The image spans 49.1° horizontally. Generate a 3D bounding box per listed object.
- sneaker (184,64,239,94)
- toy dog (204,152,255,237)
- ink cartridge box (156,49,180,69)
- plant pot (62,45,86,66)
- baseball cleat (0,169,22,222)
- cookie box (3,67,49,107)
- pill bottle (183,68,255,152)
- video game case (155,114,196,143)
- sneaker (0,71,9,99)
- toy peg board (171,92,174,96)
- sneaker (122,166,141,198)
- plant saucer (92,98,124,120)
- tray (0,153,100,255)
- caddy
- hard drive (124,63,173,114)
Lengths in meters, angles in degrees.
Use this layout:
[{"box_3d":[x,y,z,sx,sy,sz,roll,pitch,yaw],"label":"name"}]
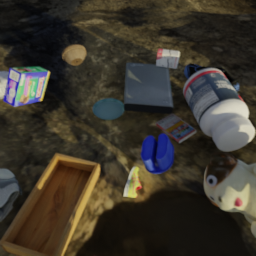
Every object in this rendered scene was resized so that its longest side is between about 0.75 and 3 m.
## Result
[{"box_3d":[3.493,-2.179,11.740,0.981,1.089,2.796,-28,51,-24],"label":"sneaker"},{"box_3d":[3.536,1.484,7.449,2.958,2.064,2.868,2,38,5],"label":"toy dog"},{"box_3d":[1.604,-2.801,11.353,0.865,0.634,0.358,9,46,7],"label":"ink cartridge box"},{"box_3d":[-1.890,-2.523,10.020,0.886,0.886,0.409,-17,71,-16],"label":"plant pot"},{"box_3d":[-4.382,2.151,7.423,2.992,1.043,1.592,-29,52,-25],"label":"baseball cleat"},{"box_3d":[-3.213,-1.345,8.922,0.492,1.120,1.310,28,23,14],"label":"cookie box"},{"box_3d":[3.140,-0.633,9.753,1.664,1.664,2.783,-8,48,-8],"label":"pill bottle"},{"box_3d":[1.736,-0.007,10.229,0.885,0.108,1.237,-29,49,-26],"label":"video game case"},{"box_3d":[-5.347,-1.347,10.871,1.709,1.117,2.973,-3,41,1],"label":"sneaker"},{"box_3d":[1.254,-1.600,11.607,0.947,0.465,0.951,-26,50,-24],"label":"toy peg board"},{"box_3d":[0.186,1.651,8.428,0.483,0.418,1.070,17,52,4],"label":"sneaker"},{"box_3d":[-0.758,-0.702,10.914,1.246,0.171,1.246,0,44,0],"label":"plant saucer"},{"box_3d":[-2.000,2.123,7.814,1.472,0.553,2.985,12,45,12],"label":"tray"},{"box_3d":[0.957,0.839,9.007,0.962,0.714,1.361,-10,41,23],"label":"caddy"},{"box_3d":[0.757,-1.612,10.927,1.773,0.418,2.541,4,47,-2],"label":"hard drive"}]
